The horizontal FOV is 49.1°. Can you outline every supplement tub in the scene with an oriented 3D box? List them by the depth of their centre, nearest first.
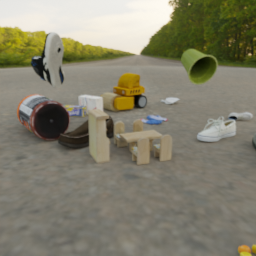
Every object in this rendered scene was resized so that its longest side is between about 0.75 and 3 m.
[{"bbox_3d":[-3.526,-0.520,11.233,1.508,1.508,2.821,-11,18,-32],"label":"supplement tub"}]

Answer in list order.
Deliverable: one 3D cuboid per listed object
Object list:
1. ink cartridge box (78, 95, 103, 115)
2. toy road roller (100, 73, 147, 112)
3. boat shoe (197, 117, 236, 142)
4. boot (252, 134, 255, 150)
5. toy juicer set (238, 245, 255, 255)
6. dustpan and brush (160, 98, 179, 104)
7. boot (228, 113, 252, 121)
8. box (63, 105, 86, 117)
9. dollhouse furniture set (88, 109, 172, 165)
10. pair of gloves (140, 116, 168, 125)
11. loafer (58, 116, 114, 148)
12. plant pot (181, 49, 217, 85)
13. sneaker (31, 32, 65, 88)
[{"bbox_3d":[-2.050,-1.182,14.528,1.559,0.908,0.526,11,20,37],"label":"ink cartridge box"},{"bbox_3d":[-0.245,-2.050,15.692,2.613,1.907,1.606,-13,21,-38],"label":"toy road roller"},{"bbox_3d":[3.429,-0.027,10.678,1.970,0.840,0.728,-9,19,-29],"label":"boat shoe"},{"bbox_3d":[4.669,0.101,8.687,0.884,1.706,2.612,2,16,6],"label":"boot"},{"bbox_3d":[2.259,2.111,4.513,0.971,0.264,0.618,0,-2,12],"label":"toy juicer set"},{"bbox_3d":[2.475,-1.657,17.337,1.200,0.343,0.838,22,35,38],"label":"dustpan and brush"},{"bbox_3d":[5.276,-0.486,13.237,1.046,0.385,0.500,2,21,36],"label":"boot"},{"bbox_3d":[-2.852,-0.860,14.144,1.419,0.497,0.456,3,17,12],"label":"box"},{"bbox_3d":[-0.048,0.134,8.995,2.275,1.481,2.090,-7,18,-21],"label":"dollhouse furniture set"},{"bbox_3d":[1.221,-0.391,13.171,1.101,0.156,1.369,10,20,30],"label":"pair of gloves"},{"bbox_3d":[-1.492,0.068,10.255,0.913,0.893,2.502,13,21,38],"label":"loafer"},{"bbox_3d":[2.228,-2.107,9.199,1.029,1.029,0.977,-5,40,-18],"label":"plant pot"},{"bbox_3d":[-2.762,-2.305,9.218,1.133,2.025,0.740,27,49,16],"label":"sneaker"}]
